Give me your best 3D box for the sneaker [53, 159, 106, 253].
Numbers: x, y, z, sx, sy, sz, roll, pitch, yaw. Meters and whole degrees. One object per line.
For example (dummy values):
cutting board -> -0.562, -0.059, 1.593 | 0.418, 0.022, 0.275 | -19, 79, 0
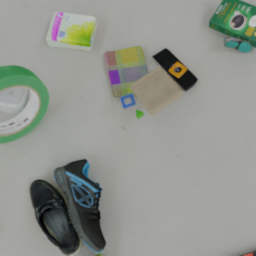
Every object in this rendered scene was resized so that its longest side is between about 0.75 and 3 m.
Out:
sneaker -> -1.293, 2.349, 8.791 | 1.226, 1.096, 2.994 | -25, 71, -10

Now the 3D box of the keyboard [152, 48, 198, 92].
keyboard -> 1.677, -2.203, 11.074 | 1.291, 0.209, 2.032 | -34, 72, -17

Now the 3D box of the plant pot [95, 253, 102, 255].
plant pot -> -0.889, 4.247, 8.301 | 0.755, 0.755, 0.694 | -35, 84, -13

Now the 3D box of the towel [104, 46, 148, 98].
towel -> -0.022, -2.255, 11.067 | 1.580, 0.250, 2.200 | -11, 70, -5

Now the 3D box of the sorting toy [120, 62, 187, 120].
sorting toy -> 0.983, -1.253, 9.665 | 2.558, 0.348, 1.440 | -34, 64, 0

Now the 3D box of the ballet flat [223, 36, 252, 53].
ballet flat -> 4.362, -3.392, 11.217 | 1.407, 0.506, 0.506 | 6, 66, -26

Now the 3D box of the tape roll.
tape roll -> -3.910, -0.693, 9.092 | 2.708, 2.708, 0.651 | -41, 63, -14

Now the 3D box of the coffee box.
coffee box -> 4.661, -4.359, 11.467 | 2.312, 0.508, 1.422 | 30, 88, 17

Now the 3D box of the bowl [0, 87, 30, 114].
bowl -> -4.301, -1.200, 10.530 | 1.279, 0.478, 1.278 | 10, 70, 2

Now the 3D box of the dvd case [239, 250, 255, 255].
dvd case -> 3.295, 4.778, 8.291 | 2.369, 0.261, 1.730 | -15, 69, -6

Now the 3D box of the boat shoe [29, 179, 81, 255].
boat shoe -> -2.392, 2.709, 8.748 | 1.010, 0.896, 2.701 | -28, 71, -8

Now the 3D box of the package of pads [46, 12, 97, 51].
package of pads -> -2.291, -3.987, 11.540 | 1.840, 0.628, 1.422 | 9, 70, 2
